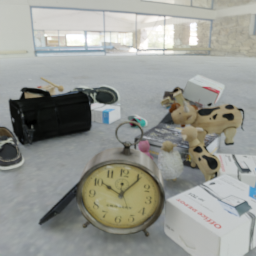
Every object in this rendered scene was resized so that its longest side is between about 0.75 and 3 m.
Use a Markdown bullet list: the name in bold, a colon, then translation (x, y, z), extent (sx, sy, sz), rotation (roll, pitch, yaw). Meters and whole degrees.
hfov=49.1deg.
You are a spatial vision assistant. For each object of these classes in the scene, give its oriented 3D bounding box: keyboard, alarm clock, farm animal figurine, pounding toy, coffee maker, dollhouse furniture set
- **keyboard**: translation (2.234, -0.473, 12.213), extent (1.351, 0.515, 2.597), rotation (-17, 12, 26)
- **alarm clock**: translation (-0.087, 0.883, 4.865), extent (1.498, 2.221, 0.739), rotation (9, 25, 0)
- **farm animal figurine**: translation (1.567, 0.187, 7.184), extent (2.201, 1.370, 2.725), rotation (22, 53, 29)
- **pounding toy**: translation (-4.737, -2.223, 15.537), extent (2.410, 1.383, 1.378), rotation (-5, 20, -4)
- **keyboard**: translation (-1.126, 1.332, 5.936), extent (1.117, 0.181, 1.758), rotation (-36, 4, 23)
- **coffee maker**: translation (-2.623, -0.296, 9.983), extent (2.580, 1.738, 2.478), rotation (-13, 45, -31)
- **dollhouse furniture set**: translation (2.307, -1.261, 14.128), extent (1.097, 0.773, 0.769), rotation (-26, 11, 19)

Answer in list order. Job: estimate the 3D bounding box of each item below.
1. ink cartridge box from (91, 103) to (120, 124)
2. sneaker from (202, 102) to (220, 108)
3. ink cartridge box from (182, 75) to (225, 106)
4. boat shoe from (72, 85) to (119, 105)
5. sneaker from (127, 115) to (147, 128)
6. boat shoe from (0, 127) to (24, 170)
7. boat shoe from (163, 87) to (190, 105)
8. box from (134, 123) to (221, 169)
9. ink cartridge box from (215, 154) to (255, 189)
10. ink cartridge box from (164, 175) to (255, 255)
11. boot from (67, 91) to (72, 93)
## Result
- **ink cartridge box**: translation (-1.288, -0.666, 12.279), extent (1.659, 0.553, 0.961), rotation (10, 23, 26)
- **sneaker**: translation (4.018, -0.960, 13.173), extent (1.322, 0.542, 0.494), rotation (-11, 21, -30)
- **ink cartridge box**: translation (4.045, -1.962, 14.876), extent (1.656, 0.941, 2.272), rotation (26, 27, 17)
- **boat shoe**: translation (-1.794, -1.535, 14.208), extent (2.928, 1.107, 0.883), rotation (3, 27, 35)
- **sneaker**: translation (0.204, -0.270, 11.371), extent (0.628, 0.435, 1.040), rotation (-5, 18, -44)
- **boat shoe**: translation (-3.696, 0.552, 8.442), extent (0.853, 0.697, 2.310), rotation (-8, 20, -25)
- **boat shoe**: translation (2.792, -1.791, 15.214), extent (2.211, 0.811, 0.824), rotation (-15, 24, -37)
- **box**: translation (1.573, 0.490, 8.876), extent (2.221, 0.537, 1.759), rotation (12, 22, 32)
- **ink cartridge box**: translation (2.739, 1.080, 6.957), extent (1.135, 0.478, 0.820), rotation (3, 32, 5)
- **ink cartridge box**: translation (1.721, 1.638, 5.176), extent (1.743, 0.749, 1.277), rotation (-11, 22, -33)
- **boot**: translation (-2.685, -1.279, 13.441), extent (0.479, 0.904, 1.373), rotation (-23, 24, -18)
